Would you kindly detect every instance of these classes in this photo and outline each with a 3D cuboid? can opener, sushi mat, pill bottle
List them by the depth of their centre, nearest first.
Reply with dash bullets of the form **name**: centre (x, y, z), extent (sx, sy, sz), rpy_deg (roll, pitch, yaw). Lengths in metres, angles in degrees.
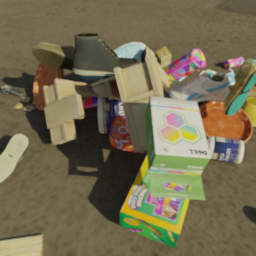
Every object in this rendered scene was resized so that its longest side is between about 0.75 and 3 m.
- **sushi mat**: centre (-3.191, 3.137, 6.357), extent (2.444, 0.148, 1.169), rpy_deg (-6, 37, -7)
- **pill bottle**: centre (2.925, 0.679, 8.995), extent (1.354, 0.752, 0.752), rpy_deg (8, 39, 11)
- **pill bottle**: centre (0.194, -0.520, 10.007), extent (2.492, 1.384, 1.384), rpy_deg (-2, 38, -2)
- **can opener**: centre (-5.066, -1.561, 12.299), extent (1.096, 0.367, 0.292), rpy_deg (23, 40, 8)

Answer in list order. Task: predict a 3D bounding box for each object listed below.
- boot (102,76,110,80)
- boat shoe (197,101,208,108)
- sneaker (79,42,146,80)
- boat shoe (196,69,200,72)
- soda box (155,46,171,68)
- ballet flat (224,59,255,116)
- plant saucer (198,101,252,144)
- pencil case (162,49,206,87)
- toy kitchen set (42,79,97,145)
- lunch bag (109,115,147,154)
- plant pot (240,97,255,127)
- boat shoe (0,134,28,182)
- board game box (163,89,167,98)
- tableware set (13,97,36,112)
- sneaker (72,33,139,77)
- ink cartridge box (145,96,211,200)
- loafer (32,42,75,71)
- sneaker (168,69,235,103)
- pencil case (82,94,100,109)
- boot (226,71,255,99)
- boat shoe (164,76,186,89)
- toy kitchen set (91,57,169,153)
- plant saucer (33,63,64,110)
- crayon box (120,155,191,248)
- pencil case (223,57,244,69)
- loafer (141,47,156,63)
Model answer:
- **boot**: centre (-0.088, -1.558, 10.210), extent (1.944, 1.693, 0.673), rpy_deg (-24, 70, -11)
- **boat shoe**: centre (3.017, -1.086, 11.101), extent (2.607, 0.936, 0.987), rpy_deg (-30, 47, -32)
- **sneaker**: centre (-0.534, -2.348, 10.253), extent (2.707, 1.001, 1.109), rpy_deg (-24, 15, 5)
- **boat shoe**: centre (3.518, -3.170, 14.261), extent (0.349, 0.331, 0.922), rpy_deg (10, 39, 12)
- **soda box**: centre (1.519, -2.880, 12.255), extent (0.528, 1.558, 0.499), rpy_deg (-32, 75, -3)
- **ballet flat**: centre (3.451, -1.256, 8.717), extent (0.743, 2.102, 0.743), rpy_deg (5, 53, -6)
- **plant saucer**: centre (3.402, -0.149, 10.055), extent (2.028, 0.327, 2.028), rpy_deg (4, 53, -5)
- **pencil case**: centre (1.912, -2.150, 10.067), extent (1.766, 0.781, 0.781), rpy_deg (-24, 13, 48)
- **toy kitchen set**: centre (-1.526, -0.611, 9.210), extent (1.597, 1.957, 1.766), rpy_deg (-18, -10, 38)
- **lunch bag**: centre (0.209, 0.113, 8.837), extent (1.526, 0.625, 1.344), rpy_deg (10, 46, 2)
- **plant pot**: centre (4.716, -0.702, 10.729), extent (1.123, 0.797, 1.123), rpy_deg (0, 37, 0)
- **boat shoe**: centre (-3.611, 1.044, 8.279), extent (0.659, 0.621, 1.836), rpy_deg (34, 59, -6)
- **board game box**: centre (1.247, -1.605, 12.298), extent (0.934, 0.288, 0.935), rpy_deg (8, 38, 8)
- **tableware set**: centre (-4.192, -0.989, 11.651), extent (1.084, 0.126, 0.905), rpy_deg (15, 41, 19)
- **sneaker**: centre (-0.582, -2.278, 8.672), extent (2.245, 1.193, 0.840), rpy_deg (-8, 31, -26)
- **ink cartridge box**: centre (0.978, 0.340, 5.760), extent (1.104, 0.630, 2.126), rpy_deg (6, 50, -7)
- **loafer**: centre (-2.148, -2.380, 9.367), extent (2.033, 0.773, 0.686), rpy_deg (14, 51, -25)
- **sneaker**: centre (2.639, -1.516, 10.120), extent (2.551, 1.030, 0.976), rpy_deg (-2, 34, 32)
- **pencil case**: centre (-1.869, -1.147, 11.182), extent (2.141, 0.946, 0.946), rpy_deg (-17, 41, -19)
- **boot**: centre (5.616, -1.738, 11.865), extent (2.847, 1.030, 2.369), rpy_deg (7, 39, 11)
- **boat shoe**: centre (1.873, -1.975, 11.526), extent (1.034, 0.329, 0.366), rpy_deg (-27, 10, 7)
- **toy kitchen set**: centre (0.200, -0.508, 8.290), extent (2.069, 2.288, 2.536), rpy_deg (-15, -3, 17)
- **plant saucer**: centre (-3.045, -1.786, 10.747), extent (0.425, 2.270, 2.270), rpy_deg (9, 28, -38)
- **crayon box**: centre (0.894, 1.623, 7.309), extent (1.445, 0.709, 2.433), rpy_deg (17, 46, 15)
- **pencil case**: centre (5.429, -3.324, 14.352), extent (1.110, 0.491, 0.491), rpy_deg (-19, 42, -22)
- **loafer**: centre (0.709, -2.269, 9.613), extent (0.493, 0.546, 1.443), rpy_deg (20, 47, -13)
